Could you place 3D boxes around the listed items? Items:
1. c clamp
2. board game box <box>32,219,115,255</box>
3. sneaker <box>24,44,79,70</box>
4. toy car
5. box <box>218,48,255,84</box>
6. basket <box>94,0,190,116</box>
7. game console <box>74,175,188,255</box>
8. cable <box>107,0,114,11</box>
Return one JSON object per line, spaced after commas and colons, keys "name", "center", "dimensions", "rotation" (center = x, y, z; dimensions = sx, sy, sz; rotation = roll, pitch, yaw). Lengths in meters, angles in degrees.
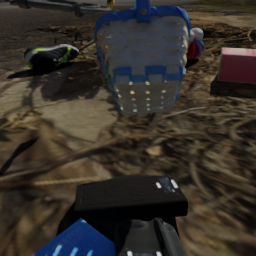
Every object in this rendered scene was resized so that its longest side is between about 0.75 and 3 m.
{"name": "c clamp", "center": [-1.526, -2.591, 6.005], "dimensions": [2.125, 0.288, 1.815], "rotation": [12, 25, 13]}
{"name": "board game box", "center": [-0.769, 2.087, 3.013], "dimensions": [1.588, 0.419, 2.076], "rotation": [22, 35, 35]}
{"name": "sneaker", "center": [-3.261, -2.956, 12.319], "dimensions": [2.556, 0.916, 1.058], "rotation": [-16, 64, -33]}
{"name": "toy car", "center": [2.993, -3.922, 13.557], "dimensions": [1.666, 1.458, 1.249], "rotation": [-21, 69, -34]}
{"name": "box", "center": [4.493, -2.390, 10.710], "dimensions": [1.921, 1.047, 1.228], "rotation": [8, 29, 14]}
{"name": "basket", "center": [0.213, -1.349, 4.314], "dimensions": [1.424, 1.805, 2.047], "rotation": [0, 72, 4]}
{"name": "game console", "center": [0.101, 1.422, 3.844], "dimensions": [1.737, 0.355, 2.945], "rotation": [-3, 17, -6]}
{"name": "cable", "center": [-0.455, -4.061, 8.435], "dimensions": [0.247, 0.981, 0.476], "rotation": [8, 64, -14]}
